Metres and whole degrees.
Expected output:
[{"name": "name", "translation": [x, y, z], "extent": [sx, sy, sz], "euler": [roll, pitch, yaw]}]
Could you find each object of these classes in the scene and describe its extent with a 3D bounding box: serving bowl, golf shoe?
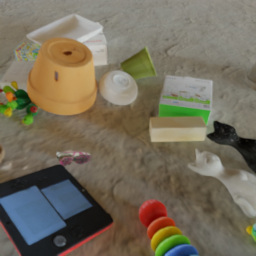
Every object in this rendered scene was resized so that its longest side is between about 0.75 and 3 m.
[{"name": "serving bowl", "translation": [-0.351, -1.754, 11.458], "extent": [1.665, 0.548, 1.665], "euler": [10, 55, -15]}, {"name": "golf shoe", "translation": [-1.671, 0.868, 8.745], "extent": [1.132, 0.411, 0.521], "euler": [3, 35, -40]}]

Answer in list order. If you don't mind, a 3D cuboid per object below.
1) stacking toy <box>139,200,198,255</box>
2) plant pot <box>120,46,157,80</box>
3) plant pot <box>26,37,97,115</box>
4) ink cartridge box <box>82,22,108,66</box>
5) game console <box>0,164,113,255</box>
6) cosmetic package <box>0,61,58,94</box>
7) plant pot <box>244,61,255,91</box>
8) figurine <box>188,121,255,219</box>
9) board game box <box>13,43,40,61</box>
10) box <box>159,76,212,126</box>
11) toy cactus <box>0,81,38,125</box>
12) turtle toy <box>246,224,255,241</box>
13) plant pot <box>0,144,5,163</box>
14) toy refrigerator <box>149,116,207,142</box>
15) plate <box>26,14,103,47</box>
[{"name": "stacking toy", "translation": [0.975, 2.780, 6.488], "extent": [1.158, 1.158, 2.713], "euler": [-16, 39, -17]}, {"name": "plant pot", "translation": [0.406, -2.716, 12.407], "extent": [1.338, 1.409, 1.409], "euler": [-19, 41, 10]}, {"name": "plant pot", "translation": [-2.446, -2.125, 10.739], "extent": [2.744, 1.921, 2.744], "euler": [10, 47, -11]}, {"name": "ink cartridge box", "translation": [-2.205, -4.247, 14.227], "extent": [1.999, 1.164, 2.744], "euler": [-9, 41, -10]}, {"name": "game console", "translation": [-2.063, 2.089, 7.321], "extent": [2.394, 0.420, 2.707], "euler": [-20, 45, -39]}, {"name": "cosmetic package", "translation": [-4.105, -2.246, 12.378], "extent": [2.434, 0.629, 1.835], "euler": [1, 40, 1]}, {"name": "plant pot", "translation": [6.100, -2.544, 12.067], "extent": [1.745, 1.514, 1.745], "euler": [-1, 41, 1]}, {"name": "figurine", "translation": [3.063, 0.995, 8.028], "extent": [2.294, 1.012, 2.351], "euler": [34, 50, 13]}, {"name": "board game box", "translation": [-4.426, -3.464, 13.545], "extent": [1.745, 0.899, 0.915], "euler": [7, 42, 8]}, {"name": "box", "translation": [2.194, -1.100, 10.716], "extent": [1.860, 0.899, 1.641], "euler": [8, 51, 9]}, {"name": "toy cactus", "translation": [-3.969, -1.107, 10.851], "extent": [2.121, 1.314, 2.570], "euler": [-19, 36, -34]}, {"name": "turtle toy", "translation": [3.548, 2.583, 7.064], "extent": [0.984, 0.497, 0.717], "euler": [-21, 46, -22]}, {"name": "plant pot", "translation": [-4.492, 1.089, 8.504], "extent": [1.516, 0.700, 1.516], "euler": [-3, 32, 2]}, {"name": "toy refrigerator", "translation": [1.706, 0.060, 9.810], "extent": [1.854, 0.649, 0.704], "euler": [-1, 36, -3]}, {"name": "plate", "translation": [-2.996, -4.379, 13.199], "extent": [2.820, 0.456, 2.814], "euler": [-34, 48, -21]}]
